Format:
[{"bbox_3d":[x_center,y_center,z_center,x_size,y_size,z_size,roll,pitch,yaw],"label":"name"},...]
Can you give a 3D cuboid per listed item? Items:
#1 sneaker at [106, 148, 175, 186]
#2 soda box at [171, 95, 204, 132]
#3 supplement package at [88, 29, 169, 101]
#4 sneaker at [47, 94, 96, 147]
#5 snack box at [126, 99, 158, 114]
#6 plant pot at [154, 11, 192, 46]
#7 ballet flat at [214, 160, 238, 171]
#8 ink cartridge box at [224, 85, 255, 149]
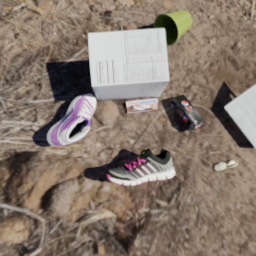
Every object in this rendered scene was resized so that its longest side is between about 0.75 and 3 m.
[{"bbox_3d":[0.468,1.304,9.997,2.636,0.972,1.153,-5,102,-19],"label":"sneaker"},{"bbox_3d":[2.392,-0.627,11.380,0.556,0.497,1.571,-17,56,-22],"label":"soda box"},{"bbox_3d":[-0.008,-2.340,10.965,2.725,2.606,2.004,-4,84,-2],"label":"supplement package"},{"bbox_3d":[-1.688,-0.363,10.500,1.556,0.989,2.730,-11,38,44],"label":"sneaker"},{"bbox_3d":[0.594,-0.929,11.873,1.329,0.162,0.478,-7,77,-3],"label":"snack box"},{"bbox_3d":[2.211,-4.815,13.121,1.416,1.491,1.491,-36,70,-29],"label":"plant pot"},{"bbox_3d":[3.772,1.405,10.794,0.941,0.293,0.317,-14,66,-6],"label":"ballet flat"},{"bbox_3d":[5.410,-0.731,10.881,2.544,0.601,2.036,-38,68,19],"label":"ink cartridge box"}]
